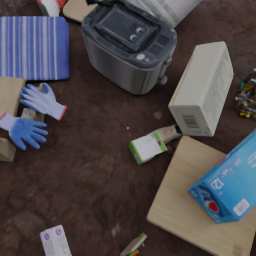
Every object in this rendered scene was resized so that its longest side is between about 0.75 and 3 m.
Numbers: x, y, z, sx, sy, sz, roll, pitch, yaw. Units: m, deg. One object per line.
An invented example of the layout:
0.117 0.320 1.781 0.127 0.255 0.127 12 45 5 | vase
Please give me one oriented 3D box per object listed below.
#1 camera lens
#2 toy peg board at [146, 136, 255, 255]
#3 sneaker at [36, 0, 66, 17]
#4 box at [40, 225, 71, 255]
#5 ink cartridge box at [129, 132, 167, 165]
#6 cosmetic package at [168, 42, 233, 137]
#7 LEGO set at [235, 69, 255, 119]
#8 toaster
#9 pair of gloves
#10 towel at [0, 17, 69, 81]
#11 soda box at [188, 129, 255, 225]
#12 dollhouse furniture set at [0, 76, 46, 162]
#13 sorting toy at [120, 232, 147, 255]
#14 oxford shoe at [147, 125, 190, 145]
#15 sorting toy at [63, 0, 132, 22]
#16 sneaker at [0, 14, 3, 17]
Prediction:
1.197 -3.936 8.417 1.957 1.565 1.565 -44 71 16 | camera lens
1.771 1.686 6.534 2.157 1.055 2.148 25 65 7 | toy peg board
-2.281 -4.757 9.414 1.591 0.991 2.968 -14 65 -3 | sneaker
-1.290 2.867 5.580 0.337 0.361 1.742 -32 70 28 | box
0.529 0.537 7.470 0.815 0.309 0.602 -21 70 -20 | ink cartridge box
1.961 -1.017 7.236 0.832 1.178 2.276 2 51 37 | cosmetic package
3.652 -0.971 7.844 1.057 0.796 1.374 32 71 5 | LEGO set
-0.103 -2.239 7.863 2.885 1.864 1.640 33 70 13 | toaster
-2.392 -0.345 7.033 1.388 0.197 1.727 29 76 10 | pair of gloves
-3.180 -2.369 8.428 2.754 0.328 1.994 -3 83 -8 | towel
2.717 0.697 5.935 2.938 0.996 0.943 -35 76 -20 | soda box
-3.370 -0.435 7.257 1.961 1.486 2.237 8 68 0 | dollhouse furniture set
0.135 2.668 6.174 1.083 0.522 0.183 -31 79 -43 | sorting toy
1.099 0.122 7.612 1.315 0.485 0.465 -16 68 -7 | oxford shoe
-0.835 -4.126 9.520 2.106 0.384 1.949 25 69 6 | sorting toy
-4.436 -3.161 8.894 2.347 0.780 1.062 3 64 -2 | sneaker
